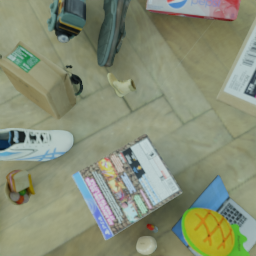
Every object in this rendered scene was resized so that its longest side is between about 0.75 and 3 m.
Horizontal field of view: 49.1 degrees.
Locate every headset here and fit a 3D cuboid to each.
[{"bbox_3d":[-1.793,-1.532,9.036,0.621,0.473,1.006,-17,95,22],"label":"headset"}]

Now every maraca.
[{"bbox_3d":[2.124,2.615,6.829,1.805,0.966,1.238,22,46,-6],"label":"maraca"}]

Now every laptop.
[{"bbox_3d":[2.473,2.705,7.462,2.034,1.179,1.904,42,79,14],"label":"laptop"}]

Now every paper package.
[{"bbox_3d":[-2.571,-1.343,8.232,1.817,1.732,0.940,35,71,11],"label":"paper package"}]

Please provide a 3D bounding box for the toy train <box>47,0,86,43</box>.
[{"bbox_3d":[-1.896,-4.020,9.084,1.050,1.404,2.463,14,66,-32],"label":"toy train"}]

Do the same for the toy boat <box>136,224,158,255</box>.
[{"bbox_3d":[0.593,3.086,7.733,0.378,0.684,0.813,37,58,-28],"label":"toy boat"}]

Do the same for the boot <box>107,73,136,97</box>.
[{"bbox_3d":[-0.195,-1.411,8.654,0.851,0.661,0.310,59,37,-18],"label":"boot"}]

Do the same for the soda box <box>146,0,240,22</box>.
[{"bbox_3d":[2.119,-4.187,9.193,2.900,0.920,1.015,10,109,10],"label":"soda box"}]

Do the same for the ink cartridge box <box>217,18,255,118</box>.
[{"bbox_3d":[3.647,-1.362,6.819,2.011,0.917,2.440,37,111,45],"label":"ink cartridge box"}]

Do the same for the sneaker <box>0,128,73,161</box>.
[{"bbox_3d":[-2.864,0.432,8.028,2.653,0.961,0.953,-4,65,-21],"label":"sneaker"}]

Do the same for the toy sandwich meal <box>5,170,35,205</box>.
[{"bbox_3d":[-3.015,1.661,7.882,0.350,1.023,1.023,-13,73,27],"label":"toy sandwich meal"}]

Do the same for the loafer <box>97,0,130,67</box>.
[{"bbox_3d":[-0.341,-3.376,9.157,0.913,1.043,2.904,8,88,-29],"label":"loafer"}]

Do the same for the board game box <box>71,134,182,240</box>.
[{"bbox_3d":[-0.046,1.601,7.769,2.324,1.126,1.853,-29,77,-9],"label":"board game box"}]
